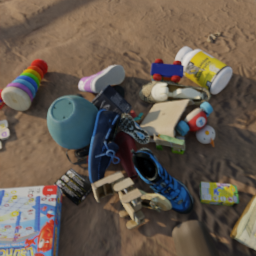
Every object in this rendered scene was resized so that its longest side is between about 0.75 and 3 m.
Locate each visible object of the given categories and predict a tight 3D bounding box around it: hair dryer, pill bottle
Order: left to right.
[{"bbox_3d":[-0.679,0.952,10.247,2.801,0.761,2.133,29,75,26],"label":"hair dryer"},{"bbox_3d":[-0.008,-0.301,11.314,0.863,0.308,1.132,25,55,20],"label":"hair dryer"},{"bbox_3d":[3.283,-2.644,12.505,1.336,1.336,2.385,-35,59,-24],"label":"pill bottle"}]

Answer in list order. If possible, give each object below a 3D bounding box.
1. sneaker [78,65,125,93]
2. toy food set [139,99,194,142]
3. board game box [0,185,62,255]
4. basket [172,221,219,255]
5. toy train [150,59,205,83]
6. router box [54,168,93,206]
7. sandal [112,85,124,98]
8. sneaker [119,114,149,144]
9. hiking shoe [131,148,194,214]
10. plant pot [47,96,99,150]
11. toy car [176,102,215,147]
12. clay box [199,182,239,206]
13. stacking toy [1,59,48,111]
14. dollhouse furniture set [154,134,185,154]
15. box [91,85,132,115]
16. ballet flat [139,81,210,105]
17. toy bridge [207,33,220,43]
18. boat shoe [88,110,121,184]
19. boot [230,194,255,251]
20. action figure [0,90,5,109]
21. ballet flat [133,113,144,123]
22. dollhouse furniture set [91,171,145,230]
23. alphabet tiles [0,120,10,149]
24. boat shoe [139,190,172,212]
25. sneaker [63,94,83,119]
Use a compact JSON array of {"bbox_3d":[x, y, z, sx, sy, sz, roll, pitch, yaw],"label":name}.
[{"bbox_3d":[-1.235,-2.211,12.484,1.349,0.857,2.365,4,26,38],"label":"sneaker"},{"bbox_3d":[1.475,-0.272,10.801,1.561,0.657,2.175,-4,37,39],"label":"toy food set"},{"bbox_3d":[-3.438,3.125,8.302,2.673,0.747,2.617,-4,51,-3],"label":"board game box"},{"bbox_3d":[1.908,3.553,7.557,1.219,1.616,1.792,-25,40,8],"label":"basket"},{"bbox_3d":[2.100,-2.194,12.154,2.230,1.290,0.944,6,69,6],"label":"toy train"},{"bbox_3d":[-1.838,1.985,9.511,1.102,0.281,0.822,33,59,23],"label":"router box"},{"bbox_3d":[-0.860,-1.180,11.825,0.851,0.542,2.263,27,53,17],"label":"sandal"},{"bbox_3d":[0.187,0.092,10.236,0.580,0.665,1.479,-44,72,-1],"label":"sneaker"},{"bbox_3d":[0.986,1.755,8.868,2.578,1.118,0.959,45,100,15],"label":"hiking shoe"},{"bbox_3d":[-2.090,-0.371,10.025,1.989,1.339,1.989,-4,67,10],"label":"plant pot"},{"bbox_3d":[2.791,0.079,10.468,1.369,1.314,1.486,-39,78,-2],"label":"toy car"},{"bbox_3d":[3.014,2.205,9.332,1.190,0.283,0.684,6,51,5],"label":"clay box"},{"bbox_3d":[-4.324,-2.091,12.260,1.200,1.200,2.812,9,49,7],"label":"stacking toy"},{"bbox_3d":[1.528,0.310,9.860,1.065,1.626,0.816,10,76,14],"label":"dollhouse furniture set"},{"bbox_3d":[-0.683,-0.887,10.976,1.288,0.953,0.672,45,44,-10],"label":"box"},{"bbox_3d":[1.952,-1.459,11.630,2.975,1.120,1.009,5,92,2],"label":"ballet flat"},{"bbox_3d":[4.544,-4.890,15.060,0.985,0.134,0.331,-38,60,-26],"label":"toy bridge"},{"bbox_3d":[-0.748,0.600,9.484,0.905,1.110,2.638,4,77,9],"label":"boat shoe"},{"bbox_3d":[4.405,2.899,8.457,1.749,0.815,2.262,34,64,24],"label":"boot"},{"bbox_3d":[-5.603,-1.086,11.836,0.642,0.507,1.963,28,52,14],"label":"action figure"},{"bbox_3d":[0.427,-0.345,11.095,0.263,0.241,0.766,14,32,26],"label":"ballet flat"},{"bbox_3d":[-0.317,2.233,8.638,1.029,1.358,1.549,-23,41,-18],"label":"dollhouse furniture set"},{"bbox_3d":[-5.652,0.291,10.950,1.904,0.139,1.862,-17,54,-14],"label":"alphabet tiles"},{"bbox_3d":[0.682,2.367,8.845,1.445,0.530,0.453,5,32,39],"label":"boat shoe"},{"bbox_3d":[-2.418,-0.354,11.190,0.881,0.838,2.224,-7,51,30],"label":"sneaker"}]
